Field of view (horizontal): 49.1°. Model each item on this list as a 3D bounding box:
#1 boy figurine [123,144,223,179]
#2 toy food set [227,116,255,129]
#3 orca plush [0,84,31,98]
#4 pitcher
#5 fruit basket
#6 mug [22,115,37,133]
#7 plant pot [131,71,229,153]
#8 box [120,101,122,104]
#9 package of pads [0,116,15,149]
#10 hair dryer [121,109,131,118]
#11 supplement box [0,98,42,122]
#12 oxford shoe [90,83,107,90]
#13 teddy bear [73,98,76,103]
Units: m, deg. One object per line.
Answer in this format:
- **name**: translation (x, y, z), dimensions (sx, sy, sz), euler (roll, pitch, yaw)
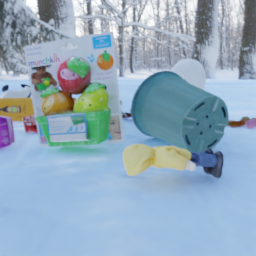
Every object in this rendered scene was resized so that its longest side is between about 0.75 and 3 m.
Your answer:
- **boy figurine**: translation (0.850, 0.637, 5.339), dimensions (1.902, 0.613, 1.183), euler (2, 3, -16)
- **toy food set**: translation (4.210, -0.228, 10.568), dimensions (1.923, 0.303, 1.223), euler (3, 13, 13)
- **orca plush**: translation (-5.912, -1.454, 14.293), dimensions (1.031, 1.525, 2.899), euler (-35, 29, 21)
- **pitcher**: translation (1.855, -1.389, 10.626), dimensions (1.983, 2.312, 1.401), euler (7, -19, 23)
- **fruit basket**: translation (-1.467, -0.886, 7.246), dimensions (2.578, 2.783, 1.304), euler (-3, 13, 17)
- **mug**: translation (-3.055, -0.161, 9.574), dimensions (0.973, 0.649, 0.863), euler (-9, 13, -22)
- **plant pot**: translation (1.465, -0.377, 7.766), dimensions (2.103, 2.103, 2.060), euler (-6, 22, -26)
- **box**: translation (-0.985, -1.448, 16.190), dimensions (0.969, 0.243, 0.976), euler (4, 14, 21)
- **package of pads**: translation (-4.492, 0.104, 7.750), dimensions (2.362, 0.894, 1.423), euler (7, 17, 29)
- **hair dryer**: translation (0.167, -0.610, 11.632), dimensions (1.597, 0.434, 1.216), euler (11, -5, -1)
- **supplement box**: translation (-4.256, -0.778, 11.572), dimensions (2.840, 0.945, 0.977), euler (-1, 12, -8)
- **oxford shoe**: translation (-0.932, -1.175, 9.700), dimensions (0.991, 2.727, 1.151), euler (-5, 39, -4)
- **teddy bear**: translation (-3.918, -1.512, 15.363), dimensions (2.194, 0.732, 1.590), euler (-2, 11, -10)
